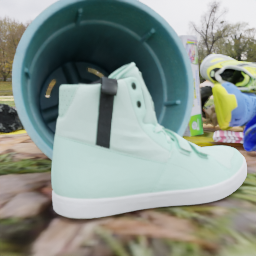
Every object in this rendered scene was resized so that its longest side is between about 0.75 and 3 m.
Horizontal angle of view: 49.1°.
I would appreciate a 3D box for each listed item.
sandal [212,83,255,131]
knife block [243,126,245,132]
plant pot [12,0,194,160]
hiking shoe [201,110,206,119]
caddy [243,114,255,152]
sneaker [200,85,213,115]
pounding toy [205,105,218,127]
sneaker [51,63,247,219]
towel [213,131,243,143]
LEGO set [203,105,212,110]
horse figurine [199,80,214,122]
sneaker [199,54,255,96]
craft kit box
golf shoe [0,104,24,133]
[{"bbox_3d":[2.820,-0.547,7.034,1.239,1.131,2.845,-9,-4,21],"label":"sandal"},{"bbox_3d":[3.494,0.113,7.058,0.930,0.297,0.816,-4,8,-31],"label":"knife block"},{"bbox_3d":[-0.595,-0.553,4.981,2.560,2.560,2.508,-3,-1,-19],"label":"plant pot"},{"bbox_3d":[2.729,-0.601,11.007,0.902,0.454,0.342,3,49,-10],"label":"hiking shoe"},{"bbox_3d":[2.402,0.096,5.154,0.447,0.602,0.852,9,-32,-2],"label":"caddy"},{"bbox_3d":[2.062,-0.596,8.575,0.596,0.811,1.792,0,-24,-24],"label":"sneaker"},{"bbox_3d":[2.663,-0.474,8.814,0.441,0.847,0.964,52,0,33],"label":"pounding toy"},{"bbox_3d":[0.443,0.038,3.254,2.605,1.537,0.959,-3,7,-29],"label":"sneaker"},{"bbox_3d":[2.515,0.179,6.094,1.275,0.191,0.933,2,6,17],"label":"towel"},{"bbox_3d":[3.924,-0.831,13.662,1.746,0.495,1.134,-13,7,-2],"label":"LEGO set"},{"bbox_3d":[3.018,-1.265,10.589,2.344,1.553,0.585,-32,9,0],"label":"horse figurine"},{"bbox_3d":[3.393,-1.269,7.734,2.796,1.054,1.068,8,29,-2],"label":"sneaker"},{"bbox_3d":[0.749,-0.891,6.466,0.501,2.039,2.065,-8,6,-34],"label":"craft kit box"},{"bbox_3d":[-3.567,-0.245,8.304,1.022,0.841,2.162,-6,-4,34],"label":"golf shoe"}]
